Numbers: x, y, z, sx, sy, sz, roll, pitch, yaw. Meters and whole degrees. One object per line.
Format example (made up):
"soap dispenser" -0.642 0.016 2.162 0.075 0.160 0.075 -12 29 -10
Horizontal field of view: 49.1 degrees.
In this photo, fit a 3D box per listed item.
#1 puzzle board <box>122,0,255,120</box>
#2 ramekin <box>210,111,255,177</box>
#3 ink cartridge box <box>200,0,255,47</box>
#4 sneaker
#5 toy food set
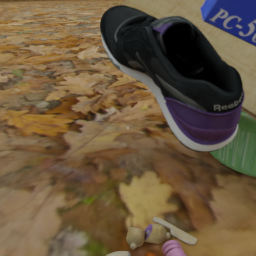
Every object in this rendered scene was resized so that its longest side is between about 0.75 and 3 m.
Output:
"puzzle board" 1.377 -1.653 4.455 2.749 0.239 2.071 36 76 11
"ramekin" 2.945 -0.201 5.932 2.857 1.395 2.857 -3 31 2
"ink cartridge box" 1.319 -0.839 2.082 1.383 0.650 0.306 22 43 -10
"sneaker" 0.407 -0.928 3.113 0.906 1.047 2.392 -32 60 -10
"toy food set" 0.234 1.754 3.703 1.034 0.256 1.627 21 35 32
